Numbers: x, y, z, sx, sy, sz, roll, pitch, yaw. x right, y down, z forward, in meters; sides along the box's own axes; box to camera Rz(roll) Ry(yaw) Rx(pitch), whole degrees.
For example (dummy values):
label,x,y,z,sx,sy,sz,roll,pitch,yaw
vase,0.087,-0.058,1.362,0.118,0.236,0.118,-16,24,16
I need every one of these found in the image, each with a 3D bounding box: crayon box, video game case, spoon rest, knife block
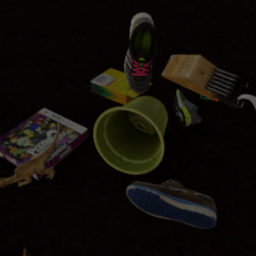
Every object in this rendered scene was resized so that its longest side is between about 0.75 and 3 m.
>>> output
label,x,y,z,sx,sy,sz,roll,pitch,yaw
crayon box,-0.351,-2.067,14.306,2.681,0.681,1.702,25,46,27
video game case,-3.539,0.503,11.448,2.636,0.521,2.908,24,46,25
spoon rest,6.058,-0.931,12.994,2.291,0.694,1.138,32,50,33
knife block,2.561,-1.474,9.124,2.190,0.798,2.495,28,2,-25

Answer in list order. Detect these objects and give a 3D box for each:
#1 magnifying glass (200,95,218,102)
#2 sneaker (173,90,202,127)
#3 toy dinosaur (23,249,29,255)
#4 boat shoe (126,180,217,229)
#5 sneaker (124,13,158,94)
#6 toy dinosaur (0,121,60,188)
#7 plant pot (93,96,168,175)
label,x,y,z,sx,sy,sz,roll,pitch,yaw
magnifying glass,4.084,-1.494,14.100,0.918,0.103,0.365,21,45,21
sneaker,2.687,-0.913,12.993,0.921,0.841,2.276,0,48,-11
toy dinosaur,-2.935,3.793,7.909,0.398,0.227,0.750,-18,32,13
boat shoe,1.393,2.310,9.085,2.889,1.044,1.046,19,39,7
sneaker,0.456,-2.541,10.246,1.102,2.988,1.307,3,29,-4
toy dinosaur,-2.284,0.910,7.062,2.329,1.178,0.678,-40,72,0
plant pot,0.389,-0.013,10.782,2.662,2.662,2.448,14,31,16
